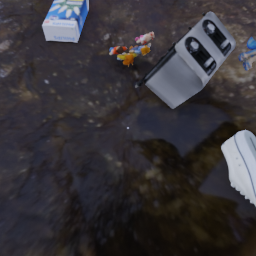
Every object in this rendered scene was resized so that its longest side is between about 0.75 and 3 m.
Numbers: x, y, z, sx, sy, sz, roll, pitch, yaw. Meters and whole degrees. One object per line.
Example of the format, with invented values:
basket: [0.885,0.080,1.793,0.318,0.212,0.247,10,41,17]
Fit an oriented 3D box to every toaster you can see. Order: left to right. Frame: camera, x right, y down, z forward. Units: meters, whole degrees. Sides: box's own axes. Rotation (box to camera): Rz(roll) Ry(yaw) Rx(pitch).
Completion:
toaster: [1.507,-1.653,7.300,1.221,2.058,1.861,45,61,-4]

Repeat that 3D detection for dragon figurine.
dragon figurine: [3.316,-2.058,7.086,0.791,0.468,1.591,-8,37,44]

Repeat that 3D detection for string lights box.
string lights box: [-2.132,-3.923,9.845,1.097,0.630,2.136,4,53,3]

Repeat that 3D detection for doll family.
doll family: [0.205,-2.323,8.467,1.499,0.676,0.931,-27,21,-9]

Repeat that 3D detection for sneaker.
sneaker: [2.615,1.148,5.877,0.793,0.769,2.172,10,56,-32]
